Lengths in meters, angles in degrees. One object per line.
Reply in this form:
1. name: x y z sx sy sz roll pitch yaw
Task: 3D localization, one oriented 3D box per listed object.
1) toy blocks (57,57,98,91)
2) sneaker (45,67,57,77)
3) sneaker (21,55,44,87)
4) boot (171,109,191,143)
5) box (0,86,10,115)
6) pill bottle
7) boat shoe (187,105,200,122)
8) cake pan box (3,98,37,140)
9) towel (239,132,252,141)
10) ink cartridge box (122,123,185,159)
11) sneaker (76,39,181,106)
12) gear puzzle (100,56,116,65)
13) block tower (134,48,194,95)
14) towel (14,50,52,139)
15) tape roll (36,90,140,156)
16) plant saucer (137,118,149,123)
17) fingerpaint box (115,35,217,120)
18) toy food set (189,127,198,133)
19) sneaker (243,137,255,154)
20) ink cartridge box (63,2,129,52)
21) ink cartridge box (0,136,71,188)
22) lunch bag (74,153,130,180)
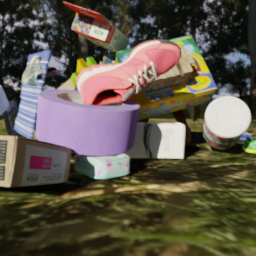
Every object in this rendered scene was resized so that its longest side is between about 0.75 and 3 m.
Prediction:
1. toy blocks: -1.676 -1.201 9.564 1.997 1.460 2.921 -32 6 24
2. sneaker: -2.757 -1.877 9.634 0.302 0.314 0.801 34 28 19
3. sneaker: -2.186 -1.320 6.652 0.412 0.955 0.371 19 -38 -13
4. boot: 1.988 -0.494 11.431 0.856 2.500 2.354 -19 17 6
5. box: -4.777 -1.061 9.443 1.112 0.731 1.118 28 -32 14
6. pill bottle: 2.930 -0.031 8.608 1.210 1.210 2.124 1 -16 13
7. boat shoe: 2.522 -0.736 10.922 0.432 1.220 0.423 -41 53 -19
8. cake pan box: -3.941 -0.334 10.953 0.470 1.799 1.657 6 20 38
9. towel: 4.967 0.437 13.989 2.063 0.340 2.849 -1 1 20
10. ink cartridge box: 0.462 0.348 8.709 2.404 1.014 1.740 0 3 5
11. sneaker: 0.080 -1.100 6.544 2.626 1.139 0.968 -22 -43 8
12. gear puzzle: -0.506 -1.365 11.113 1.499 2.895 0.379 1 29 -18
13. block tower: 0.514 -1.565 8.365 2.941 0.794 0.850 -18 -12 -14
14. towel: -3.168 -1.139 9.322 0.337 2.823 2.044 11 2 -35
15. tape roll: -0.938 -0.218 6.626 2.336 0.993 2.336 8 14 -2
16. plant saucer: 0.831 -0.916 12.154 0.494 2.867 2.867 18 4 2
17. fingerpaint box: 1.210 -1.751 9.713 2.844 2.373 1.043 -13 -25 -5
18. toy food set: 3.174 0.214 17.266 1.348 0.334 2.120 -2 -4 -37
19. sneaker: 4.358 0.550 8.872 1.441 0.602 0.534 4 4 43
20. ink cartridge box: -1.079 -3.294 9.544 1.406 0.650 2.580 25 8 19
21. ink cartridge box: -2.092 0.568 4.731 1.597 0.728 1.939 2 -9 12
22. lunch bag: -0.605 0.797 6.079 0.937 0.450 1.168 -7 7 -40
